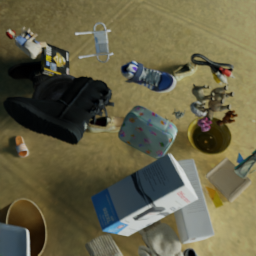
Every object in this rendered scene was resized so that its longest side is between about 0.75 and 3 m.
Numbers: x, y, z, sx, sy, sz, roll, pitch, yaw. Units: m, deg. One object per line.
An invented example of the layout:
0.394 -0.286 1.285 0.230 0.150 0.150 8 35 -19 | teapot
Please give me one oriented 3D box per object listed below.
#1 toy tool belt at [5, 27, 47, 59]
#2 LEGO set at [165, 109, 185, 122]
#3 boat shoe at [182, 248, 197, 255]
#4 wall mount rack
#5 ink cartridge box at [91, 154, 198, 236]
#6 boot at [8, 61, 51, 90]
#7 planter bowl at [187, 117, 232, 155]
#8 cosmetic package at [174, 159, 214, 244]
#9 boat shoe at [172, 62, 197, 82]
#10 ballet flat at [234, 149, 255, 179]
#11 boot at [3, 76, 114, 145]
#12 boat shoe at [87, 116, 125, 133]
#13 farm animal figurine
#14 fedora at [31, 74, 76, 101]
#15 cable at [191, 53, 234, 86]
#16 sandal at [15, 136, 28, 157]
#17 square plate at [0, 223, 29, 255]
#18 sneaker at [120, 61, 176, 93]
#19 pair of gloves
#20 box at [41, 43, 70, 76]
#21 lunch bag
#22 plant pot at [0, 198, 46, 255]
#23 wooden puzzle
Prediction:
-3.061 -2.677 8.494 1.076 0.672 0.661 42 68 -7 | toy tool belt
1.799 -0.420 10.488 0.809 0.525 0.229 -44 29 8 | LEGO set
2.048 4.793 8.901 0.649 0.613 1.810 3 62 2 | boat shoe
-1.161 -2.901 9.679 1.187 1.366 0.509 -3 19 8 | wall mount rack
0.522 1.977 7.898 2.474 1.795 1.036 -31 57 8 | ink cartridge box
-4.359 -2.221 12.566 1.928 0.725 1.441 -14 63 -8 | boot
3.152 0.431 11.161 1.710 0.712 1.710 -1 61 1 | planter bowl
2.052 2.536 9.714 0.960 1.318 2.593 -9 63 -5 | cosmetic package
2.640 -2.686 12.963 1.483 0.467 0.541 -29 66 -15 | boat shoe
3.959 0.953 8.627 1.570 0.530 0.490 -42 78 0 | ballet flat
-1.917 -0.776 8.270 2.662 0.985 2.182 21 51 13 | boot
-0.835 -0.181 11.564 1.756 0.583 0.650 -9 62 -5 | boat shoe
2.465 -0.627 8.682 1.760 0.885 1.421 -6 87 -36 | farm animal figurine
-2.973 -1.212 11.631 2.360 2.360 1.078 -42 38 -19 | fedora
2.733 -1.919 8.916 1.569 0.762 0.395 26 55 -24 | cable
-4.349 0.719 11.251 0.392 0.293 1.023 -25 65 -13 | sandal
-2.649 2.630 5.893 1.562 0.224 1.577 5 103 21 | square plate
0.584 -1.813 9.799 1.868 1.368 0.753 22 94 38 | sneaker
0.411 4.106 8.708 2.992 0.525 2.544 -11 42 -20 | pair of gloves
-3.319 -3.016 12.821 1.269 0.392 1.589 13 55 -33 | box
0.571 0.160 8.984 1.722 1.381 0.664 29 42 5 | lunch bag
-4.042 3.522 8.995 2.035 1.897 1.897 -23 63 11 | plant pot
3.777 1.972 10.637 2.135 0.250 1.441 -29 70 -14 | wooden puzzle
